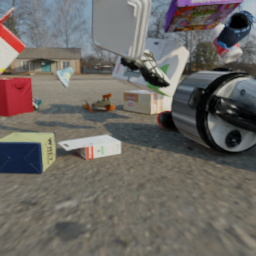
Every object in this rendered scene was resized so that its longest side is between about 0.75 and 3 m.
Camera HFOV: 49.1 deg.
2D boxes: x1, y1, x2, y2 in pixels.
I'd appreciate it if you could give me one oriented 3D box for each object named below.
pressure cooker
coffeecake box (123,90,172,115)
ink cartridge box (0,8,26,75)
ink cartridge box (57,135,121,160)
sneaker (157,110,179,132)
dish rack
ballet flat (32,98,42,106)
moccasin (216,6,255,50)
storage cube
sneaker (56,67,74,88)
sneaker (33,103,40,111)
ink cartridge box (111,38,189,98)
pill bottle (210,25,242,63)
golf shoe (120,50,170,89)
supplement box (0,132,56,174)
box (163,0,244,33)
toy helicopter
[{"bbox_3d":[2.717,-0.461,7.988,2.300,2.336,2.616,-24,18,-10],"label":"pressure cooker"},{"bbox_3d":[1.533,-1.514,15.456,2.905,1.061,2.229,-10,16,-39],"label":"coffeecake box"},{"bbox_3d":[-3.878,-1.933,7.801,0.930,2.764,1.606,44,-13,-29],"label":"ink cartridge box"},{"bbox_3d":[-1.064,0.554,7.685,1.539,0.387,0.838,-8,15,-29],"label":"ink cartridge box"},{"bbox_3d":[2.175,-0.267,10.502,2.178,0.770,1.064,-1,12,6],"label":"sneaker"},{"bbox_3d":[-0.264,-2.298,6.181,1.394,1.624,0.354,26,48,15],"label":"dish rack"},{"bbox_3d":[-5.500,-1.501,16.540,0.522,0.507,1.468,37,13,-9],"label":"ballet flat"},{"bbox_3d":[3.349,-3.046,8.323,0.843,0.715,2.096,29,53,10],"label":"moccasin"},{"bbox_3d":[-6.097,-1.617,14.185,2.030,1.825,1.735,6,14,24],"label":"storage cube"},{"bbox_3d":[-3.016,-2.577,13.923,0.862,0.525,1.320,-30,51,-7],"label":"sneaker"},{"bbox_3d":[-5.228,-1.129,15.532,0.970,0.410,0.361,35,-7,41],"label":"sneaker"},{"bbox_3d":[0.858,-2.660,11.935,2.776,2.020,1.166,22,2,40],"label":"ink cartridge box"},{"bbox_3d":[3.924,-3.417,11.358,0.801,1.426,0.801,-21,-15,-6],"label":"pill bottle"},{"bbox_3d":[0.633,-1.823,8.159,1.737,0.821,0.675,32,-20,-25],"label":"golf shoe"},{"bbox_3d":[-2.435,0.571,6.769,1.089,0.731,1.088,1,12,4],"label":"supplement box"},{"bbox_3d":[2.387,-3.960,9.568,1.975,0.564,2.886,-5,4,0],"label":"box"},{"bbox_3d":[-1.889,-1.235,15.398,2.219,0.875,1.468,-2,16,47],"label":"toy helicopter"}]
